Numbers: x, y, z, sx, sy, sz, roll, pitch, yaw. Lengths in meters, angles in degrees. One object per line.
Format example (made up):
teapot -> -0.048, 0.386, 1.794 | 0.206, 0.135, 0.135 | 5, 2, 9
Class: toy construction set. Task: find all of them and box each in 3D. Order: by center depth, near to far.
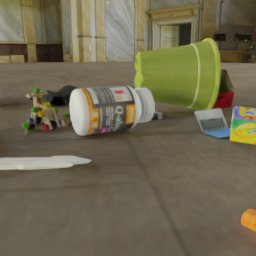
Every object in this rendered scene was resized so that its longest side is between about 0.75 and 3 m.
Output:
toy construction set -> -2.443, -0.623, 8.683 | 1.579, 1.214, 1.317 | -5, 17, -18

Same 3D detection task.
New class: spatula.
spatula -> -1.997, 0.699, 5.352 | 2.334, 0.187, 1.623 | -3, 1, 6

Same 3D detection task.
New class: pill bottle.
pill bottle -> -0.463, -0.568, 8.251 | 2.273, 1.323, 1.323 | -9, 18, -25

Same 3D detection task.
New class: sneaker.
sneaker -> -2.795, -1.282, 12.082 | 0.933, 0.781, 2.055 | 25, 35, 36

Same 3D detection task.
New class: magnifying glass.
magnifying glass -> 2.416, 1.498, 3.144 | 0.907, 0.255, 2.280 | -14, 20, -39

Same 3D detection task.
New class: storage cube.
storage cube -> 3.197, -1.325, 10.289 | 1.003, 1.173, 1.054 | -12, -30, 7

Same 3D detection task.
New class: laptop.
laptop -> 2.663, -0.163, 8.167 | 1.024, 1.093, 0.634 | -7, -20, -25

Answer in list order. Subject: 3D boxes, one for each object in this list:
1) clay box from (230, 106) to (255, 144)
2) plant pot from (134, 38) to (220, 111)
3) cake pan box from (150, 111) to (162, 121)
clay box -> 4.185, 0.024, 7.294 | 2.830, 0.674, 1.626 | 7, 18, 19
plant pot -> 1.582, -1.867, 10.190 | 2.587, 2.724, 2.724 | -1, 16, -5
cake pan box -> 0.678, -0.444, 9.861 | 0.771, 0.219, 0.837 | -12, 20, -30
